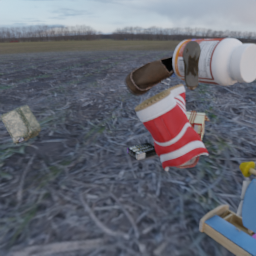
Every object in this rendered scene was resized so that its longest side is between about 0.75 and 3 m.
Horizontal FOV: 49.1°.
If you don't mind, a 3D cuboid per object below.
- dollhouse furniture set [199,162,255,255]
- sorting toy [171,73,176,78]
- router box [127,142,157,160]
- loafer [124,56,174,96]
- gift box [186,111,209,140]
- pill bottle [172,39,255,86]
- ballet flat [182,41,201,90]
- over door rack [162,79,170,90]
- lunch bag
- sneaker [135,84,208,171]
[{"bbox_3d":[2.967,1.532,6.536,2.240,2.373,1.549,-15,26,-34],"label":"dollhouse furniture set"},{"bbox_3d":[2.054,-2.537,11.989,0.681,1.210,0.165,24,58,-11],"label":"sorting toy"},{"bbox_3d":[0.584,0.907,11.061,1.017,0.260,0.758,-13,25,-30],"label":"router box"},{"bbox_3d":[0.935,-2.066,10.191,2.646,0.966,0.939,-37,1,-34],"label":"loafer"},{"bbox_3d":[2.918,-0.027,12.402,1.228,1.133,1.146,10,32,16],"label":"gift box"},{"bbox_3d":[2.935,-2.230,9.471,1.514,1.514,2.700,-15,22,-33],"label":"pill bottle"},{"bbox_3d":[1.634,-1.598,7.195,0.474,1.408,0.326,0,-21,9],"label":"ballet flat"},{"bbox_3d":[1.361,-2.482,13.200,1.536,0.512,1.135,31,24,-1],"label":"over door rack"},{"bbox_3d":[-3.194,-0.076,8.314,0.830,0.990,0.690,-28,-5,-36],"label":"lunch bag"},{"bbox_3d":[1.082,-0.053,6.539,1.061,1.675,2.978,-26,5,21],"label":"sneaker"}]
